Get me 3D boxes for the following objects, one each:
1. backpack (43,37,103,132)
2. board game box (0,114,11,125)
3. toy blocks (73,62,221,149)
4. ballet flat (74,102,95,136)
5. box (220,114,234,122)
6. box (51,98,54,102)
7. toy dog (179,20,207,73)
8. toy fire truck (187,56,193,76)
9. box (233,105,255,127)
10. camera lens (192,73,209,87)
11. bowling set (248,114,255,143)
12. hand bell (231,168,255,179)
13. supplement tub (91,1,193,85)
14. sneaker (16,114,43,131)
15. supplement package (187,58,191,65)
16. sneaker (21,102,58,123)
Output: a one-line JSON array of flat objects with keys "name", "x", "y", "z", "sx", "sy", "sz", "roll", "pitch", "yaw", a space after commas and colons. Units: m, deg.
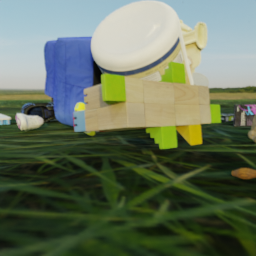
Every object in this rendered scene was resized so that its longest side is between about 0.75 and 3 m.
[{"name": "backpack", "x": -1.344, "y": -1.405, "z": 8.803, "sx": 2.331, "sy": 2.777, "sz": 2.257, "roll": 12, "pitch": 23, "yaw": 25}, {"name": "board game box", "x": -5.774, "y": -0.282, "z": 10.691, "sx": 2.071, "sy": 0.268, "sz": 2.071, "roll": -5, "pitch": 9, "yaw": -34}, {"name": "toy blocks", "x": 0.117, "y": -0.325, "z": 5.202, "sx": 2.783, "sy": 1.391, "sz": 1.902, "roll": -3, "pitch": -2, "yaw": -42}, {"name": "ballet flat", "x": -1.124, "y": -0.140, "z": 7.084, "sx": 0.355, "sy": 1.063, "sz": 0.356, "roll": 1, "pitch": 39, "yaw": 19}, {"name": "box", "x": 3.848, "y": -0.451, "z": 11.991, "sx": 1.004, "sy": 0.278, "sz": 1.254, "roll": -7, "pitch": 10, "yaw": -42}, {"name": "box", "x": -2.232, "y": -1.250, "z": 14.514, "sx": 2.805, "sy": 1.208, "sz": 2.297, "roll": 1, "pitch": 7, "yaw": 7}, {"name": "toy dog", "x": 2.150, "y": -3.374, "z": 11.882, "sx": 1.707, "sy": 2.372, "sz": 2.447, "roll": -29, "pitch": 26, "yaw": -6}, {"name": "toy fire truck", "x": 1.707, "y": -2.167, "z": 9.661, "sx": 1.418, "sy": 2.011, "sz": 0.490, "roll": 18, "pitch": 5, "yaw": 31}, {"name": "box", "x": 4.267, "y": -0.435, "z": 9.900, "sx": 1.083, "sy": 0.774, "sz": 0.196, "roll": -1, "pitch": 8, "yaw": -6}, {"name": "camera lens", "x": 2.640, "y": -1.527, "z": 11.284, "sx": 0.913, "sy": 1.142, "sz": 0.913, "roll": 7, "pitch": 50, "yaw": -9}, {"name": "bowling set", "x": 3.493, "y": 0.093, "z": 6.423, "sx": 1.132, "sy": 0.873, "sz": 1.626, "roll": 22, "pitch": 12, "yaw": 15}, {"name": "hand bell", "x": 1.776, "y": 0.603, "z": 3.661, "sx": 0.475, "sy": 0.475, "sz": 0.912, "roll": -5, "pitch": -4, "yaw": -35}, {"name": "supplement tub", "x": 0.539, "y": -1.431, "z": 7.332, "sx": 2.141, "sy": 2.141, "sz": 2.965, "roll": 3, "pitch": -32, "yaw": 25}, {"name": "sneaker", "x": -2.885, "y": -0.217, "z": 8.234, "sx": 0.668, "sy": 0.502, "sz": 1.341, "roll": -15, "pitch": 1, "yaw": -10}, {"name": "supplement package", "x": 1.487, "y": -2.007, "z": 9.152, "sx": 1.000, "sy": 0.586, "sz": 0.584, "roll": -40, "pitch": 6, "yaw": 16}, {"name": "sneaker", "x": -2.951, "y": -0.611, "z": 11.273, "sx": 2.565, "sy": 0.900, "sz": 0.999, "roll": -6, "pitch": 15, "yaw": -19}]
